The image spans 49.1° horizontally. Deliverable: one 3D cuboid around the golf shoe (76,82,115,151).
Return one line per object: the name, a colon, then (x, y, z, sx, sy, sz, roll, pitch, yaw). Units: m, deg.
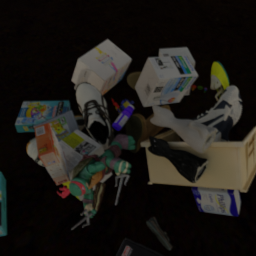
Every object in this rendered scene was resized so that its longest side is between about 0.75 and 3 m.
golf shoe: (-1.210, -0.534, 10.502, 1.099, 1.336, 2.828, -24, 84, -4)

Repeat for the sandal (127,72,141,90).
sandal: (0.988, -1.699, 10.466, 2.058, 0.755, 0.677, 3, 13, 1)

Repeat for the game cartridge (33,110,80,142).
game cartridge: (-2.485, 0.085, 9.987, 1.488, 0.992, 0.301, -28, 20, -29)

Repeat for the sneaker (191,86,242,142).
sneaker: (2.790, -0.261, 9.978, 1.867, 1.145, 2.869, 3, 65, 44)

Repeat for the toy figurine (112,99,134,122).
toy figurine: (-0.081, -0.934, 12.272, 0.810, 0.713, 1.352, -30, 51, -7)

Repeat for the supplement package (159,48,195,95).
supplement package: (2.219, -2.664, 13.447, 1.391, 1.846, 1.401, -4, 44, -5)

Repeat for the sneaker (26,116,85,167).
sneaker: (-2.540, 0.551, 10.892, 2.609, 0.987, 1.144, -36, 65, -24)

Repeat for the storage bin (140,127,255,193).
storage bin: (2.423, 0.794, 8.849, 2.904, 1.361, 2.884, -3, 9, 33)

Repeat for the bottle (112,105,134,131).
bottle: (-0.145, -0.354, 9.389, 0.314, 0.402, 0.962, 39, 73, -9)

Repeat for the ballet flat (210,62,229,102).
ballet flat: (3.524, -1.486, 10.637, 0.682, 2.034, 0.680, -34, 22, -6)

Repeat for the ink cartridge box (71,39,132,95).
ink cartridge box: (-1.360, -2.659, 13.304, 1.592, 1.635, 2.543, 40, 54, 4)

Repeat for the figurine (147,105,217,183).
figurine: (1.223, 0.338, 7.152, 1.690, 1.732, 0.746, 28, 46, 29)

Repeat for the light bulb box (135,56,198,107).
light bulb box: (1.157, -1.452, 8.774, 1.411, 1.399, 0.881, -10, 62, -23)

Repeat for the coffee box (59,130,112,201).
coffee box: (-1.654, 1.213, 9.361, 1.445, 1.459, 1.461, -38, 45, -25)

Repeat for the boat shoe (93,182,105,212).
boat shoe: (-0.953, 2.062, 8.492, 0.344, 0.930, 0.343, 17, 8, 9)

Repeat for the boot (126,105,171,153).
boot: (0.843, -0.276, 10.507, 0.726, 1.922, 2.195, 38, 54, 20)

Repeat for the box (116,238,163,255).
box: (0.488, 4.424, 6.933, 2.496, 0.625, 2.515, 20, 47, 18)

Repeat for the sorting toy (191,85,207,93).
sorting toy: (3.481, -1.898, 13.872, 0.789, 0.274, 0.272, 14, 68, 17)

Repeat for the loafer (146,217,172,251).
loafer: (0.801, 2.541, 6.775, 0.264, 0.302, 0.841, -34, 71, -24)

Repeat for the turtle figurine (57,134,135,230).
turtle figurine: (-0.757, 1.291, 7.605, 1.399, 2.080, 2.779, 43, 34, 0)

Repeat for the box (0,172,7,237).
box: (-4.450, 2.485, 9.006, 0.889, 0.531, 2.160, -13, 45, -13)

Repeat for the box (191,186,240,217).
box: (2.761, 2.092, 8.739, 1.255, 1.155, 0.659, -2, 40, 30)

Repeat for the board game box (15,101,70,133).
board game box: (-3.657, -0.523, 12.199, 2.055, 0.482, 1.552, -2, 44, -2)

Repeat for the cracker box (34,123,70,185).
cracker box: (-2.057, 0.744, 7.646, 0.436, 1.513, 1.014, -19, 50, -6)
